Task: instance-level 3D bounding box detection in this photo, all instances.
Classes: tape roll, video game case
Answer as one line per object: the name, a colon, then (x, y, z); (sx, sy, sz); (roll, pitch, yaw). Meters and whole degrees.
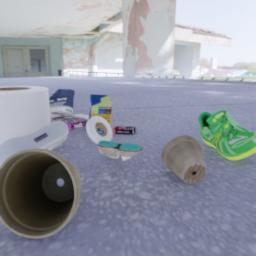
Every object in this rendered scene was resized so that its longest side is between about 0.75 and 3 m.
tape roll: (-0.994, 0.086, 9.720); (0.193, 1.057, 1.057); (-31, -6, 36)
video game case: (-2.384, -0.308, 13.069); (1.670, 0.330, 1.842); (-10, 16, -39)
tape roll: (-4.457, -0.546, 10.800); (2.821, 1.937, 2.821); (0, 15, 0)

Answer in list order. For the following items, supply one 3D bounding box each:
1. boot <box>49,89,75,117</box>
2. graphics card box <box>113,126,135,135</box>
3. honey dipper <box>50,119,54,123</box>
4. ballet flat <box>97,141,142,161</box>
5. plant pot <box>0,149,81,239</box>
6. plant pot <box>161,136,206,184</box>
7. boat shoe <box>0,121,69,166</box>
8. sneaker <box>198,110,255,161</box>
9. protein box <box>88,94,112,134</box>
boot: (-3.602, -1.202, 13.600); (2.574, 1.163, 0.936); (0, -16, 31)
graphics card box: (-0.153, 0.100, 11.743); (0.918, 0.234, 0.576); (3, 13, 5)
honey dipper: (-4.314, -0.220, 12.792); (2.296, 0.436, 0.436); (4, 14, 28)
ballet flat: (-0.244, 0.720, 8.602); (1.510, 0.508, 0.514); (8, 26, 27)
plant pot: (-1.530, 1.151, 5.443); (1.550, 1.550, 1.345); (2, -2, 8)
plant pot: (1.512, 0.896, 7.236); (1.089, 1.089, 0.945); (-3, 31, -12)
boat shoe: (-2.936, 0.563, 8.684); (2.348, 0.772, 0.845); (-33, 69, -27)
sneaker: (3.073, 0.142, 8.981); (1.111, 1.253, 2.999); (-34, 19, -8)
protein box: (-1.201, -0.594, 11.766); (0.827, 1.226, 1.217); (2, 30, -12)
